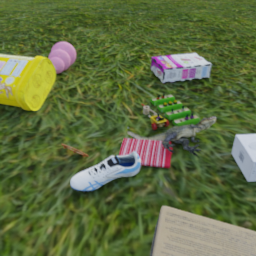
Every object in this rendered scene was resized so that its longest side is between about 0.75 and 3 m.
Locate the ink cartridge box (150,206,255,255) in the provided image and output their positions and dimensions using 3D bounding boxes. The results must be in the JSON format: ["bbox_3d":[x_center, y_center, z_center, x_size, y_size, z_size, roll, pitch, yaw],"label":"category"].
[{"bbox_3d":[1.372,2.459,4.916,1.992,0.748,1.641,15,39,7],"label":"ink cartridge box"}]

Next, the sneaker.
[{"bbox_3d":[-0.575,1.074,7.203,1.917,0.695,0.689,-17,38,-18],"label":"sneaker"}]

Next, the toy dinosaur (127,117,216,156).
[{"bbox_3d":[1.443,0.300,8.478,2.794,0.663,1.231,-9,32,-5],"label":"toy dinosaur"}]

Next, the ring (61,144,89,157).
[{"bbox_3d":[-1.499,0.658,7.858,0.835,0.835,0.080,18,76,25],"label":"ring"}]

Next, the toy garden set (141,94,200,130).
[{"bbox_3d":[1.300,-0.667,10.002,1.684,0.403,2.020,-14,37,-19],"label":"toy garden set"}]

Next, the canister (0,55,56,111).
[{"bbox_3d":[-4.463,-1.821,10.610,2.796,1.210,2.077,10,61,17],"label":"canister"}]

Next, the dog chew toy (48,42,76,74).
[{"bbox_3d":[-3.187,-3.225,13.184,1.187,1.187,1.906,5,43,7],"label":"dog chew toy"}]

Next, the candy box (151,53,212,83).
[{"bbox_3d":[2.373,-2.760,12.791,2.299,0.701,1.568,-9,35,-13],"label":"candy box"}]

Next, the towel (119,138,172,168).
[{"bbox_3d":[0.516,0.731,8.179,1.512,0.170,1.093,4,37,9],"label":"towel"}]

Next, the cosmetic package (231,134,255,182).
[{"bbox_3d":[3.648,0.775,7.597,1.192,0.732,1.188,-3,35,-2],"label":"cosmetic package"}]
